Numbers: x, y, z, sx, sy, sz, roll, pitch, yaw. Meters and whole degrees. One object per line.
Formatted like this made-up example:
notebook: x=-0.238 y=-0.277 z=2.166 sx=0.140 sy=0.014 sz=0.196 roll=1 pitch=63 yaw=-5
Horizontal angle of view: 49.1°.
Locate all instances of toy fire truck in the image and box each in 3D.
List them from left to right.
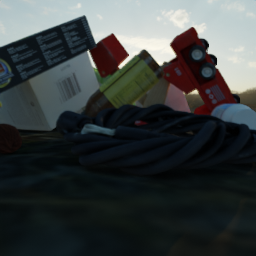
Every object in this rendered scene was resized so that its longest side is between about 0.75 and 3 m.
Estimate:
toy fire truck: x=0.690 y=-0.786 z=4.934 sx=1.766 sy=2.505 sz=0.611 roll=-26 pitch=17 yaw=32

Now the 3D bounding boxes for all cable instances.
cable: x=0.442 y=0.015 z=2.697 sx=2.057 sy=0.523 sz=1.679 roll=-1 pitch=4 yaw=-32

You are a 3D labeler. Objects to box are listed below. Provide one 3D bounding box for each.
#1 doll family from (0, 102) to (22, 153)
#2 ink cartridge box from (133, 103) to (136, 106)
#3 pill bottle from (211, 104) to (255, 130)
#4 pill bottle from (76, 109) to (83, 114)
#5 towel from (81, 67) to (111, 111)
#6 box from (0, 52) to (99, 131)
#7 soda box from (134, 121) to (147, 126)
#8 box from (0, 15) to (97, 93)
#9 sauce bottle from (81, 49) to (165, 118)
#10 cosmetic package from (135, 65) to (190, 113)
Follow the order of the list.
doll family: x=-1.914 y=-0.110 z=2.320 sx=1.380 sy=0.937 sz=2.388 roll=5 pitch=9 yaw=26
ink cartridge box: x=-0.889 y=-1.007 z=9.653 sx=1.718 sy=0.992 sz=2.361 roll=28 pitch=19 yaw=22
pill bottle: x=1.507 y=-0.107 z=3.993 sx=0.467 sy=0.467 sz=0.858 roll=0 pitch=5 yaw=0
pill bottle: x=-1.655 y=-0.295 z=7.509 sx=0.570 sy=0.570 sz=1.001 roll=-3 pitch=5 yaw=-43
towel: x=-0.890 y=-0.917 z=7.584 sx=1.103 sy=1.478 sz=0.227 roll=29 pitch=38 yaw=24
box: x=-2.346 y=-1.010 z=7.011 sx=2.546 sy=1.354 sz=1.939 roll=2 pitch=32 yaw=35
soda box: x=0.305 y=-0.034 z=4.936 sx=0.833 sy=0.292 sz=0.264 roll=1 pitch=35 yaw=21
box: x=-2.040 y=-1.017 z=4.531 sx=2.468 sy=0.546 sz=1.977 roll=-37 pitch=28 yaw=-31
sauce bottle: x=-0.197 y=-0.383 z=3.605 sx=1.426 sy=0.471 sz=0.471 roll=-39 pitch=-4 yaw=10
cosmetic package: x=0.623 y=-0.674 z=6.106 sx=0.773 sy=1.258 sz=1.254 roll=-25 pitch=11 yaw=-10
